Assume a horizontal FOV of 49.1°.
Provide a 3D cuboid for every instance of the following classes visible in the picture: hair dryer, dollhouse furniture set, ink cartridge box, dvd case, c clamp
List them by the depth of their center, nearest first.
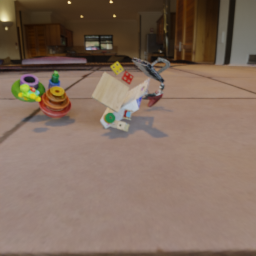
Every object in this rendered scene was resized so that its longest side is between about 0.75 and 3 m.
[{"bbox_3d":[0.673,-1.965,9.547,0.894,0.147,1.190,41,1,-32],"label":"dvd case"},{"bbox_3d":[-0.236,-0.340,10.248,0.563,0.803,0.566,16,-2,15],"label":"dollhouse furniture set"},{"bbox_3d":[0.025,-1.055,11.590,2.213,0.479,2.173,-28,18,20],"label":"ink cartridge box"},{"bbox_3d":[1.248,-2.874,13.085,1.288,0.174,1.100,-26,-46,36],"label":"c clamp"},{"bbox_3d":[1.199,-1.617,14.312,1.306,1.714,0.466,-23,63,-9],"label":"hair dryer"}]

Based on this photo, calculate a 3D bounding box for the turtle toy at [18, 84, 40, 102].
[{"bbox_3d":[-3.638,-1.289,10.273,0.663,0.460,0.910,8,-9,13],"label":"turtle toy"}]

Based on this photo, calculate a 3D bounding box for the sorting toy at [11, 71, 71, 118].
[{"bbox_3d":[-3.501,-1.644,11.741,2.818,1.157,1.693,31,43,9],"label":"sorting toy"}]

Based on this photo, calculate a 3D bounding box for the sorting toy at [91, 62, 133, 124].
[{"bbox_3d":[-0.641,-1.296,10.087,1.084,2.249,0.380,30,-22,-18],"label":"sorting toy"}]
